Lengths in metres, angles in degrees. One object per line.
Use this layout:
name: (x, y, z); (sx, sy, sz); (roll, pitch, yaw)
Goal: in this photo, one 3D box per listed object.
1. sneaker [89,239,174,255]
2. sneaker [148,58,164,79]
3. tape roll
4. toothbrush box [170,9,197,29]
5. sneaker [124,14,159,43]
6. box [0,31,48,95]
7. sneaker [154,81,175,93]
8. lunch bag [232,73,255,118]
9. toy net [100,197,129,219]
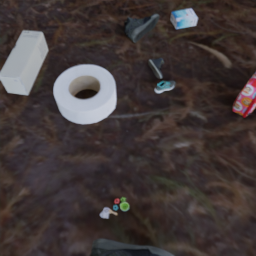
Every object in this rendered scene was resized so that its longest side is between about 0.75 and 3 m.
sneaker: (0.099, 3.724, 7.152); (2.400, 0.917, 1.374); (5, 41, 7)
sneaker: (1.301, -2.511, 11.567); (0.579, 0.408, 1.090); (-20, 58, -9)
tape roll: (-1.583, -1.285, 10.557); (2.301, 0.805, 2.301); (0, 57, 0)
toothbrush box: (2.629, -5.149, 13.232); (1.039, 0.443, 0.761); (-13, 59, -9)
sneaker: (0.537, -4.807, 12.838); (1.101, 0.735, 1.922); (42, 72, 16)
box: (-4.140, -2.660, 11.295); (0.892, 1.072, 2.609); (8, 57, 6)
sneaker: (1.474, -1.683, 11.049); (0.894, 0.408, 0.347); (-26, 61, -16)
lunch bag: (4.620, -1.429, 10.147); (0.766, 1.648, 1.871); (36, 64, 20)
toy net: (-0.449, 2.443, 8.565); (0.915, 0.177, 0.480); (-18, 59, -11)
